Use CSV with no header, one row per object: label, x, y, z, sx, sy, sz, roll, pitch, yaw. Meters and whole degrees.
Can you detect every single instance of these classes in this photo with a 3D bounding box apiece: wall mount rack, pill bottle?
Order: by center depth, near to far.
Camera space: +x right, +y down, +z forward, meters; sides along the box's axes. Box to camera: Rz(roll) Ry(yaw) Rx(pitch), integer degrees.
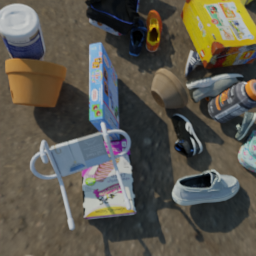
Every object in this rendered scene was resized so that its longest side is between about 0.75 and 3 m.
wall mount rack,-1.126,1.271,7.646,2.871,2.494,1.070,-17,25,-5
pill bottle,-3.211,-2.665,8.687,1.147,2.068,1.147,3,71,-8
pill bottle,3.444,-0.857,8.922,0.902,1.699,0.902,12,63,-24

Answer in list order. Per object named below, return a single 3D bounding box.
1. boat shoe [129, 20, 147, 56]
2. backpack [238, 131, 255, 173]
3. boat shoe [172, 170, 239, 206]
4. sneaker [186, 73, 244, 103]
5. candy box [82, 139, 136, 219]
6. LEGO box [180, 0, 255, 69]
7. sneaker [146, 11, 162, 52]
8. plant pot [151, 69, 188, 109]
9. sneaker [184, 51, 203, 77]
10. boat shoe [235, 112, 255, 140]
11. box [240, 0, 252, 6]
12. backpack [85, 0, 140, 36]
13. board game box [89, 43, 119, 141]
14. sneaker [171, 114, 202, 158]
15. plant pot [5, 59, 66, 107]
boat shoe,0.423,-3.537,10.693,0.720,0.587,1.711,4,64,-7
backpack,4.144,0.788,8.911,1.053,0.893,1.186,33,77,13
boat shoe,2.390,1.690,8.278,2.245,0.800,0.783,-7,36,-18
sneaker,3.078,-1.461,9.886,2.206,0.815,0.875,-16,102,-15
candy box,-0.630,1.562,8.658,1.552,0.694,2.276,-6,69,-3
LEGO box,3.399,-3.649,10.303,2.008,1.041,2.697,-9,65,-14
sneaker,1.032,-3.822,10.780,0.668,0.706,1.829,2,69,-3
plant pot,1.246,-1.160,9.315,0.692,1.499,1.499,-38,73,-11
sneaker,2.465,-2.339,10.364,0.625,0.404,1.153,16,66,8
boat shoe,3.610,-0.074,8.811,0.350,1.134,0.413,22,48,8
box,5.442,-6.143,11.758,2.430,0.609,0.914,-39,73,-13
backpack,-0.505,-4.635,10.534,2.068,1.593,1.969,22,71,-18
board game box,-0.736,-1.071,9.015,0.469,1.941,2.566,-6,68,11
sneaker,1.715,0.246,9.094,0.856,0.559,1.531,-18,67,-38
plant pot,-3.057,-1.406,9.275,1.927,1.927,1.349,3,90,1
